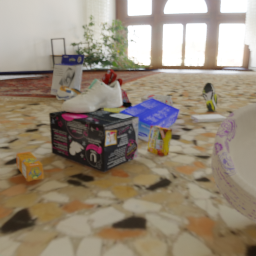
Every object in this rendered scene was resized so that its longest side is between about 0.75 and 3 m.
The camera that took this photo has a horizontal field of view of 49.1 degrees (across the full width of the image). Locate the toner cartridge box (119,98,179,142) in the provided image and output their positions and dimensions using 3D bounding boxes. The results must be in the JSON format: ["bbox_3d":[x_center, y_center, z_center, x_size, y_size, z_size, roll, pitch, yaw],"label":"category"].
[{"bbox_3d":[0.879,-0.412,11.171,1.424,0.647,2.998,25,25,21],"label":"toner cartridge box"}]

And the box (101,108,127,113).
[{"bbox_3d":[-0.218,-0.622,12.996,2.054,0.515,0.773,-2,16,-5],"label":"box"}]

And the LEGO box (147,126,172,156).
[{"bbox_3d":[0.966,0.386,8.652,0.619,0.831,0.321,14,11,41],"label":"LEGO box"}]

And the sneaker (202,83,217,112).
[{"bbox_3d":[4.268,-1.668,14.567,0.614,1.648,0.698,5,39,31],"label":"sneaker"}]

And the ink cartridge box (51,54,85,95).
[{"bbox_3d":[-4.178,-3.565,19.043,0.606,2.986,2.980,4,7,-44],"label":"ink cartridge box"}]

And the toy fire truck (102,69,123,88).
[{"bbox_3d":[-1.249,-2.566,17.306,1.113,1.985,1.667,17,15,-23],"label":"toy fire truck"}]

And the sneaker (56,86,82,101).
[{"bbox_3d":[-3.589,-1.977,17.450,2.063,0.909,0.777,13,31,-50],"label":"sneaker"}]

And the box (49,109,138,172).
[{"bbox_3d":[-1.017,0.244,8.294,2.313,1.327,1.528,13,19,38],"label":"box"}]

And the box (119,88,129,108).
[{"bbox_3d":[-0.338,-1.400,13.621,0.534,1.071,0.511,31,70,32],"label":"box"}]

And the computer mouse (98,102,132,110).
[{"bbox_3d":[-0.624,-1.101,13.856,1.363,0.447,1.941,11,-15,-27],"label":"computer mouse"}]

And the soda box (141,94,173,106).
[{"bbox_3d":[1.537,-1.423,15.324,0.636,0.595,1.868,-32,28,-27],"label":"soda box"}]

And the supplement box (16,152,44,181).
[{"bbox_3d":[-2.442,0.933,6.916,0.392,0.405,1.178,-5,16,-33],"label":"supplement box"}]

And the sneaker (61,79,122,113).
[{"bbox_3d":[-1.100,-1.009,8.558,2.100,0.929,0.790,-16,23,-40],"label":"sneaker"}]

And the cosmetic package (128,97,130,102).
[{"bbox_3d":[-0.476,-1.579,16.661,0.625,0.422,1.187,11,19,35],"label":"cosmetic package"}]

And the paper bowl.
[{"bbox_3d":[2.851,0.750,5.372,2.449,1.274,2.449,-3,50,4],"label":"paper bowl"}]

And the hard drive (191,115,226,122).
[{"bbox_3d":[3.699,-0.443,12.917,1.353,0.178,0.892,-2,14,-8],"label":"hard drive"}]
